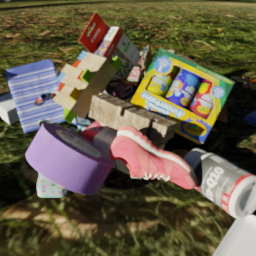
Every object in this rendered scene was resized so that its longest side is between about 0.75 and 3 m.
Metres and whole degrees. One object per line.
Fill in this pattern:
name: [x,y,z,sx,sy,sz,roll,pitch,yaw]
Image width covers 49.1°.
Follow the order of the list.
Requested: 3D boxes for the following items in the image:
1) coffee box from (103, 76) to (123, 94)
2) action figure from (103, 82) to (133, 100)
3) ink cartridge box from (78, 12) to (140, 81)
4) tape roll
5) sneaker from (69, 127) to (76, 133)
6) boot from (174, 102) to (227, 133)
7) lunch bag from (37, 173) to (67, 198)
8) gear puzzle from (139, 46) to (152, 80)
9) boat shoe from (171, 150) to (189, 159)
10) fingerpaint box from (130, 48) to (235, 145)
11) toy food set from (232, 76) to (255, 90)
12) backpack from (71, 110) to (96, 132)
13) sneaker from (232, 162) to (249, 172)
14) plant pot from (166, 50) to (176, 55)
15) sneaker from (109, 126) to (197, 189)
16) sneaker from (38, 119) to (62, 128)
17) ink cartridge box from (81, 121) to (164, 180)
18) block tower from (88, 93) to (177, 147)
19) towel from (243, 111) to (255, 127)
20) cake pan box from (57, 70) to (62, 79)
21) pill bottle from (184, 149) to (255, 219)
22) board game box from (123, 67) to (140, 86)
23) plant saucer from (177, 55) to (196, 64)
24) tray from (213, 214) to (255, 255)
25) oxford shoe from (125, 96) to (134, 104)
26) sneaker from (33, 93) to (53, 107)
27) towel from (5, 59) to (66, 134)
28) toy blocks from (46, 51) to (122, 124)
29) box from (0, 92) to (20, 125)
coffee box: [-1.059,-2.520,15.001,0.990,0.690,1.730,-15,35,-23]
action figure: [-0.513,-1.308,12.632,1.095,0.985,1.470,22,78,21]
ink cartridge box: [-0.637,-3.140,11.060,0.650,2.580,1.406,21,79,40]
tape roll: [-1.637,0.855,8.056,2.336,0.993,2.336,31,2,-1]
sneaker: [-2.286,0.390,10.753,0.313,0.366,0.891,32,53,-8]
boot: [2.959,-0.578,11.707,2.500,0.856,2.354,16,52,-14]
lunch bag: [-2.300,1.603,8.578,0.937,0.450,1.168,-2,32,-4]
gear puzzle: [0.891,-1.977,12.060,0.379,2.895,1.499,-1,46,18]
boat shoe: [1.419,1.022,9.268,1.220,0.423,0.432,-12,75,-5]
fingerpaint box: [1.835,-1.087,9.894,2.844,2.373,1.043,28,-2,10]
toy food set: [6.685,-2.403,15.221,1.348,0.334,2.120,-3,24,-5]
backpack: [-1.531,-0.555,11.221,1.798,1.321,1.645,19,37,30]
sneaker: [3.445,1.583,8.470,0.534,0.602,1.441,-8,33,-15]
plant pot: [2.709,-4.625,18.300,1.197,0.804,1.197,0,31,0]
sneaker: [0.612,1.086,7.767,2.626,0.968,1.139,33,67,8]
sneaker: [-3.070,-0.162,10.989,0.955,0.371,0.412,18,15,-33]
ink cartridge box: [-0.140,0.527,9.676,2.404,1.014,1.740,21,37,24]
block tower: [0.029,-0.288,9.090,2.941,0.794,0.850,25,23,27]
towel: [6.564,-0.411,12.056,2.849,0.340,2.063,-22,36,-34]
cake pan box: [-2.264,-1.845,12.823,1.657,1.799,0.470,2,42,4]
pill bottle: [2.532,1.455,7.883,1.210,1.210,2.124,-17,26,-25]
board game box: [0.164,-2.700,14.607,0.763,1.007,0.233,3,40,-11]
plant saucer: [2.180,-1.691,12.163,2.867,2.867,0.494,-17,4,-26]
tray: [2.883,2.872,6.759,1.045,0.216,1.946,23,39,35]
oxford shoe: [0.178,-0.959,12.076,0.819,1.066,2.836,31,38,-4]
sneaker: [-3.155,-1.067,10.224,0.801,0.314,0.302,-34,74,12]
towel: [-3.707,-1.379,11.643,2.044,2.823,0.337,-18,-9,-18]
toy blocks: [-1.843,-1.702,10.482,1.997,1.460,2.921,28,82,41]
box: [-4.999,-0.887,12.075,1.112,0.731,1.118,33,48,26]
